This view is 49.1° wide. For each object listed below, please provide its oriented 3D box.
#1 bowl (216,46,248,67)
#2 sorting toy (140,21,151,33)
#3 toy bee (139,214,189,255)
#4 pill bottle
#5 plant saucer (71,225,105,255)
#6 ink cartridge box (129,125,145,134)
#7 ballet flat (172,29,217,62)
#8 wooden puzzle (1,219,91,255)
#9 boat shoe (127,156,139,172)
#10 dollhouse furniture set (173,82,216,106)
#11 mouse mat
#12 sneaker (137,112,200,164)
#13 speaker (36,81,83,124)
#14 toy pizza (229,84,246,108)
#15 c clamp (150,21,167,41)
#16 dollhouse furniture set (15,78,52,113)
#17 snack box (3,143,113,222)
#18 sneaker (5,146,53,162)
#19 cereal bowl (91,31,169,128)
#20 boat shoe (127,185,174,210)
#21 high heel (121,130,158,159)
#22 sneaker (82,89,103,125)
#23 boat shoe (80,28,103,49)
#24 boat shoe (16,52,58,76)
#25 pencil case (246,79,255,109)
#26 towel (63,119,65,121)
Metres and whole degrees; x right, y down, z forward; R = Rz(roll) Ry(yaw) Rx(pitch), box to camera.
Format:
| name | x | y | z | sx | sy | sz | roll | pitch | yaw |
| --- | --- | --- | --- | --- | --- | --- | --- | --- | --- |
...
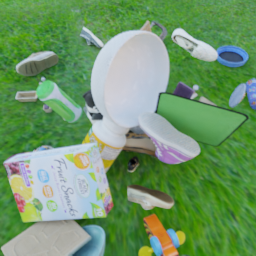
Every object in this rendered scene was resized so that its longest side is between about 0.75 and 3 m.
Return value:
| name | x | y | z | sx | sy | sz | roll | pitch | yaw |
| --- | --- | --- | --- | --- | --- | --- | --- | --- | --- |
| bowl | 5.125 | -3.544 | 13.917 | 1.502 | 0.295 | 1.502 | 0 | 48 | 0 |
| sorting toy | 0.666 | -2.498 | 11.020 | 0.363 | 2.710 | 2.019 | 5 | 46 | 26 |
| toy bee | 0.938 | 3.303 | 7.385 | 1.316 | 1.093 | 2.011 | -7 | 23 | 2 |
| pill bottle | -0.793 | 0.514 | 8.853 | 1.168 | 2.070 | 1.168 | 29 | 23 | -13 |
| plant saucer | -1.588 | 3.413 | 6.660 | 2.647 | 0.476 | 2.647 | -28 | 10 | 5 |
| ink cartridge box | 0.365 | -0.064 | 10.073 | 0.850 | 0.580 | 0.324 | 37 | 51 | 1 |
| ballet flat | 2.486 | -3.098 | 10.814 | 1.964 | 0.682 | 0.682 | 37 | 56 | 9 |
| wooden puzzle | -2.156 | 3.137 | 7.416 | 1.860 | 0.465 | 2.008 | -32 | 28 | -30 |
| boat shoe | 0.183 | 1.176 | 9.515 | 0.308 | 0.263 | 0.841 | 9 | 25 | 14 |
| dollhouse furniture set | 2.233 | -0.561 | 8.703 | 1.723 | 1.365 | 1.223 | 36 | 38 | 18 |
| mouse mat | 1.912 | -0.154 | 8.245 | 2.328 | 2.894 | 0.109 | 17 | 71 | 7 |
| sneaker | 0.924 | 0.438 | 8.193 | 2.083 | 1.188 | 0.755 | 36 | 49 | -14 |
| speaker | -2.294 | -0.846 | 9.527 | 0.761 | 1.720 | 0.761 | -16 | 53 | 23 |
| toy pizza | 3.232 | -0.932 | 8.213 | 0.120 | 0.760 | 0.760 | 25 | 50 | -5 |
| c clamp | 1.230 | -5.013 | 14.627 | 1.507 | 0.239 | 1.764 | 40 | 61 | -1 |
| dollhouse furniture set | -3.913 | -1.386 | 11.411 | 1.564 | 1.110 | 1.240 | -3 | 48 | -2 |
| snack box | -1.913 | 1.537 | 7.678 | 2.642 | 1.879 | 0.700 | -9 | 13 | 18 |
| sneaker | -2.995 | 1.005 | 9.253 | 2.359 | 1.063 | 0.884 | 1 | 48 | 3 |
| cereal bowl | -0.051 | -1.386 | 7.819 | 1.090 | 2.617 | 2.617 | 23 | 51 | 37 |
| boat shoe | 0.579 | 1.976 | 7.685 | 1.520 | 0.494 | 0.548 | 8 | 7 | 41 |
| high heel | 0.255 | 0.730 | 9.508 | 1.927 | 0.965 | 2.704 | -22 | 36 | -26 |
| sneaker | -0.865 | -0.601 | 9.198 | 0.950 | 2.564 | 1.135 | -26 | 80 | -12 |
| boat shoe | -1.954 | -4.655 | 14.883 | 0.552 | 0.650 | 1.786 | -49 | 62 | 15 |
| boat shoe | -4.361 | -3.061 | 13.228 | 2.085 | 0.779 | 0.713 | -30 | 50 | -35 |
| pencil case | 5.356 | -1.441 | 11.826 | 0.610 | 0.548 | 1.404 | -13 | 45 | 24 |
| towel | -2.445 | -0.715 | 11.442 | 0.705 | 0.183 | 1.063 | -21 | 51 | -20 |
